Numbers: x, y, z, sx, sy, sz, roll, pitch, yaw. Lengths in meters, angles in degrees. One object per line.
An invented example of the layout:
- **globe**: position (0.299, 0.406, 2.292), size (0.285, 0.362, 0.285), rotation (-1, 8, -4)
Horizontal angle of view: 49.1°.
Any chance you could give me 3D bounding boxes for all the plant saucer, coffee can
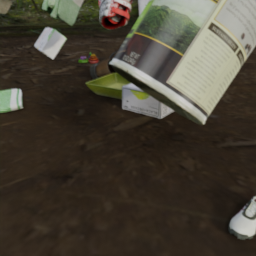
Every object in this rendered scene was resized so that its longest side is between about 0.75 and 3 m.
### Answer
- **plant saucer**: position (-0.213, -1.457, 9.952), size (1.883, 0.451, 1.886), rotation (14, 28, 29)
- **coffee can**: position (1.023, -1.438, 4.095), size (1.683, 2.300, 1.683), rotation (32, 4, -3)

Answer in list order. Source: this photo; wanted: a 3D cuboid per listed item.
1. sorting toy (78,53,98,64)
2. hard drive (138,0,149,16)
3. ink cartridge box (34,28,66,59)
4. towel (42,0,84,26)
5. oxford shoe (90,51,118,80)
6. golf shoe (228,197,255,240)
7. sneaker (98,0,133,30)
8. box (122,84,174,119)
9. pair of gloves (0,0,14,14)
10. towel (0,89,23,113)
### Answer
- **sorting toy**: position (-2.129, -3.769, 15.094), size (1.145, 0.470, 0.688), rotation (6, 25, 15)
- **hard drive**: position (1.081, -3.023, 8.424), size (1.516, 2.298, 0.302), rotation (10, 33, 27)
- **ink cartridge box**: position (-1.862, -2.014, 6.613), size (0.338, 0.589, 1.006), rotation (32, 4, -35)
- **towel**: position (-0.433, -2.716, 4.220), size (0.288, 2.463, 1.879), rotation (30, 13, -10)
- **oxford shoe**: position (-0.367, -2.662, 11.789), size (1.119, 0.963, 2.651), rotation (-7, 26, 37)
- **golf shoe**: position (1.763, 1.221, 4.032), size (0.956, 0.421, 0.369), rotation (-23, 34, -38)
- **sneaker**: position (0.055, -4.205, 8.551), size (0.991, 1.591, 2.969), rotation (12, -20, -35)
- **box**: position (1.084, -1.112, 8.833), size (1.422, 0.733, 2.438), rotation (18, 30, 35)
- **pair of gloves**: position (-3.058, -3.614, 6.905), size (1.844, 0.380, 2.168), rotation (-40, 3, 12)
- **towel**: position (-4.500, -0.760, 8.621), size (2.345, 0.274, 1.789), rotation (-9, 26, -19)
